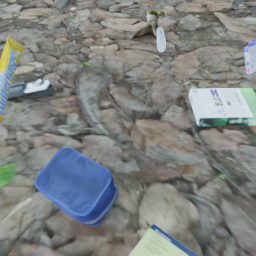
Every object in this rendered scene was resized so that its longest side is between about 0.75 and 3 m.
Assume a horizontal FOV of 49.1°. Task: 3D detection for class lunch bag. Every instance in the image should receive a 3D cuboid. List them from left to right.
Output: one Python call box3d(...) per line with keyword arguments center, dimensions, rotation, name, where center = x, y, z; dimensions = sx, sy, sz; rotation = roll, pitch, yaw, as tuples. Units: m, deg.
box3d(center=(-1.122, 1.299, 6.150), dimensions=(1.679, 1.111, 1.141), rotation=(27, 65, 23), name="lunch bag")

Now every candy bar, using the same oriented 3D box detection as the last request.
box3d(center=(-3.064, -1.208, 6.964), dimensions=(0.242, 0.545, 2.185), rotation=(0, 71, 22), name="candy bar")

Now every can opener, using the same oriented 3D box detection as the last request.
box3d(center=(-3.456, -1.179, 9.173), dimensions=(1.967, 0.654, 0.518), rotation=(-8, 41, 4), name="can opener")

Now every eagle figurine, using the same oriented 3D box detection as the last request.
box3d(center=(1.009, -4.500, 12.391), dimensions=(1.400, 1.393, 1.845), rotation=(-10, 62, 51), name="eagle figurine")

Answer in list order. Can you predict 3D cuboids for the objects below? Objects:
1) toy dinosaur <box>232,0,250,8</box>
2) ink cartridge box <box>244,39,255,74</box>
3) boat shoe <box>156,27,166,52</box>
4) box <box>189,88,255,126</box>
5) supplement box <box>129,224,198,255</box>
box3d(center=(2.846, -4.023, 7.069), dimensions=(1.101, 1.463, 2.155), rotation=(-42, 32, -1), name="toy dinosaur")
box3d(center=(3.481, -2.018, 7.747), dimensions=(0.540, 0.905, 0.190), rotation=(-29, 32, -17), name="ink cartridge box")
box3d(center=(1.055, -2.806, 8.976), dimensions=(0.281, 0.780, 0.277), rotation=(-3, 2, -1), name="boat shoe")
box3d(center=(3.065, -0.676, 8.751), dimensions=(2.064, 0.375, 1.490), rotation=(-1, 44, 0), name="box")
box3d(center=(0.562, 2.594, 5.035), dimensions=(1.090, 0.732, 1.089), rotation=(29, 51, 27), name="supplement box")
